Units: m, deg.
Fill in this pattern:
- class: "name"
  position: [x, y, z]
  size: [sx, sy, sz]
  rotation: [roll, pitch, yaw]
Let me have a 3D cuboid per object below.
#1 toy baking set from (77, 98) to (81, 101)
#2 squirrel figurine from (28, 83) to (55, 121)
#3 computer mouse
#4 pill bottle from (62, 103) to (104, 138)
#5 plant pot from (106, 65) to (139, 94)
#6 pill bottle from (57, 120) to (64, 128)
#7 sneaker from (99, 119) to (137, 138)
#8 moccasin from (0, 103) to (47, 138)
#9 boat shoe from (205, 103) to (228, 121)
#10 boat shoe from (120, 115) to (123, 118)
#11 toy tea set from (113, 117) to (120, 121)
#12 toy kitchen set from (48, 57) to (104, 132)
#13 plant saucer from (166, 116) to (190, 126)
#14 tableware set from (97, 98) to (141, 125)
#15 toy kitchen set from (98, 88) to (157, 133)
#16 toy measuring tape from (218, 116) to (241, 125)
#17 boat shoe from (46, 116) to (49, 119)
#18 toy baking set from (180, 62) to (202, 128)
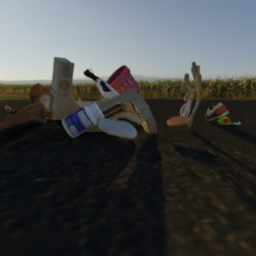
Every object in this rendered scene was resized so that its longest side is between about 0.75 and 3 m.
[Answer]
- class: "toy baking set"
  position: [-1.891, -1.131, 14.595]
  size: [1.658, 0.251, 2.161]
  rotation: [13, -20, -4]
- class: "squirrel figurine"
  position: [-3.669, -1.167, 12.832]
  size: [1.860, 1.316, 1.736]
  rotation: [43, -5, 7]
- class: "computer mouse"
  position: [-1.009, -1.618, 11.492]
  size: [1.266, 0.506, 2.308]
  rotation: [41, 3, -41]
- class: "pill bottle"
  position: [-1.356, -0.241, 8.514]
  size: [1.154, 0.668, 0.668]
  rotation: [-31, 9, 0]
- class: "plant pot"
  position: [-0.212, -2.238, 14.404]
  size: [1.353, 1.512, 1.512]
  rotation: [41, -10, -23]
- class: "pill bottle"
  position: [-2.264, -0.311, 11.016]
  size: [0.544, 0.544, 0.973]
  rotation: [6, 10, 36]
- class: "sneaker"
  position: [-0.294, 0.062, 8.430]
  size: [1.190, 0.455, 0.479]
  rotation: [18, -26, 14]
- class: "moccasin"
  position: [-3.161, -0.233, 8.009]
  size: [1.982, 0.765, 0.725]
  rotation: [-20, -27, 32]
- class: "boat shoe"
  position: [3.895, -0.735, 12.660]
  size: [0.633, 0.556, 1.777]
  rotation: [-38, 0, -7]
- class: "boat shoe"
  position: [-0.461, -0.975, 14.202]
  size: [0.872, 0.992, 2.788]
  rotation: [-2, 9, 33]
- class: "toy tea set"
  position: [-0.252, -0.716, 11.635]
  size: [0.557, 0.895, 1.505]
  rotation: [13, 21, 3]
- class: "toy kitchen set"
  position: [-1.376, -1.160, 9.912]
  size: [2.323, 2.096, 1.895]
  rotation: [0, 23, -29]
- class: "plant saucer"
  position: [1.701, -0.248, 9.517]
  size: [0.796, 0.128, 0.796]
  rotation: [-12, 17, 4]
- class: "tableware set"
  position: [-0.287, -0.746, 12.637]
  size: [2.599, 0.302, 2.171]
  rotation: [20, 19, 5]
- class: "toy kitchen set"
  position: [0.060, -0.163, 9.093]
  size: [1.396, 1.262, 1.547]
  rotation: [-28, 47, -2]
- class: "toy measuring tape"
  position: [4.282, -0.320, 11.856]
  size: [0.994, 0.366, 0.366]
  rotation: [-1, 8, -5]
- class: "boat shoe"
  position: [-3.713, -0.731, 14.120]
  size: [1.784, 0.558, 0.635]
  rotation: [1, 9, 18]
- class: "toy baking set"
  position: [2.314, -1.248, 10.389]
  size: [0.264, 2.271, 1.743]
  rotation: [11, 36, 35]
